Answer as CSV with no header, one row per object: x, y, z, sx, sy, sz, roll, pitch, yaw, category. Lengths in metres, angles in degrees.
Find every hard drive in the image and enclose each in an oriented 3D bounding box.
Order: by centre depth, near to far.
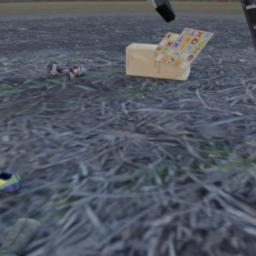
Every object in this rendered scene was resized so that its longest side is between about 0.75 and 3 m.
0.511,-2.985,5.721,0.244,1.487,1.037,-23,-4,21,hard drive

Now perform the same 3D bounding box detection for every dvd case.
2.756,-2.020,5.087,0.207,1.260,1.676,-27,17,-6,dvd case

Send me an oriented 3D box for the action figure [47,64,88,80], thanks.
-2.809,-2.676,13.148,1.830,0.635,1.190,3,20,-1,action figure

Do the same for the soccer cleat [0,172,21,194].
-2.877,1.052,5.849,1.314,0.550,0.425,3,27,6,soccer cleat

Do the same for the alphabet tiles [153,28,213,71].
1.381,-2.200,7.580,1.214,0.055,1.452,-53,45,-4,alphabet tiles

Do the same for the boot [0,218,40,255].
-1.701,1.903,4.512,0.844,0.337,0.928,11,22,16,boot

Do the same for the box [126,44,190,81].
1.427,-3.133,13.189,2.889,1.372,1.123,8,29,17,box
